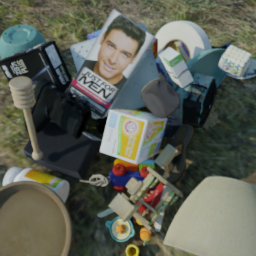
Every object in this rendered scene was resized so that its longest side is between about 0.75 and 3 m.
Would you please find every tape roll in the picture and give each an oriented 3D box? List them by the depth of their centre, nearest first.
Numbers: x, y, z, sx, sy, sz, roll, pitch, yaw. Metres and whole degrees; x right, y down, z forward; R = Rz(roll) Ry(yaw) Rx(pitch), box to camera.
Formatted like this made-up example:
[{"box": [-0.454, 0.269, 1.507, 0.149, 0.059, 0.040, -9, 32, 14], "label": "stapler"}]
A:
[{"box": [1.967, -2.688, 10.717, 0.485, 2.655, 2.655, -19, 54, -37], "label": "tape roll"}]

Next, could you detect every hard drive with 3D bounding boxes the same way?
[{"box": [-2.239, 0.615, 9.255, 2.405, 0.509, 1.622, 19, 73, 21], "label": "hard drive"}]

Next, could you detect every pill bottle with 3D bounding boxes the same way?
[{"box": [-2.782, 1.799, 8.437, 1.782, 0.990, 0.990, 17, 56, 12], "label": "pill bottle"}]

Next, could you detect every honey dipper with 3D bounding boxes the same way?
[{"box": [-2.717, -0.070, 7.721, 0.541, 2.848, 0.541, 4, 42, -3], "label": "honey dipper"}]

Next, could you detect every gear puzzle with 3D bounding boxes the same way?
[{"box": [2.790, -0.649, 10.236, 0.708, 0.179, 1.368, -27, 96, -8], "label": "gear puzzle"}]

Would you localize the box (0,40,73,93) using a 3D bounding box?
[{"box": [-2.812, -1.521, 9.070, 1.715, 2.095, 0.902, -9, 28, 23], "label": "box"}]

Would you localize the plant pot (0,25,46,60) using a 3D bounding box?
[{"box": [-4.247, -3.154, 11.614, 2.165, 1.738, 2.165, 0, 53, 0], "label": "plant pot"}]

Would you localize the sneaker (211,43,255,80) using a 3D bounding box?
[{"box": [4.317, -2.876, 11.757, 2.753, 1.173, 1.061, 13, 55, 8], "label": "sneaker"}]

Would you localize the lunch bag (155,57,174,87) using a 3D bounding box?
[{"box": [1.447, -2.005, 9.905, 0.591, 1.563, 1.253, -33, 98, 18], "label": "lunch bag"}]

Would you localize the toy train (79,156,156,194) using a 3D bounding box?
[{"box": [-0.265, 1.217, 8.960, 2.345, 0.993, 1.357, 4, 43, 3], "label": "toy train"}]

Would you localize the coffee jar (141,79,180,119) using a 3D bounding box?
[{"box": [0.868, -0.827, 7.851, 0.839, 1.966, 1.025, -40, 94, 6], "label": "coffee jar"}]

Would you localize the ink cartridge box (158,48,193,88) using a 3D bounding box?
[{"box": [1.340, -1.676, 7.819, 0.408, 0.967, 0.706, -35, 33, 2], "label": "ink cartridge box"}]

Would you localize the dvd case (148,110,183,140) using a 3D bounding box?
[{"box": [1.411, -0.401, 10.384, 1.455, 0.156, 1.957, 7, 53, 20], "label": "dvd case"}]

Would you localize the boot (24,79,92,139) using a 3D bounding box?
[{"box": [-2.118, -0.275, 8.443, 1.749, 2.134, 0.790, 33, 34, 8], "label": "boot"}]

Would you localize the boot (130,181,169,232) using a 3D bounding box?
[{"box": [0.555, 2.096, 8.480, 1.254, 0.630, 1.739, 14, 59, 11], "label": "boot"}]

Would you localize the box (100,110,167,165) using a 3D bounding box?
[{"box": [0.240, 0.164, 8.093, 1.102, 2.175, 1.223, 17, 100, 19], "label": "box"}]

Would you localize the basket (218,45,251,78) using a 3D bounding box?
[{"box": [3.138, -1.914, 8.320, 0.940, 1.066, 0.742, 32, 91, 20], "label": "basket"}]

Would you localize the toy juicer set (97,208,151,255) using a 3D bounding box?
[{"box": [-0.061, 2.695, 7.858, 1.037, 0.444, 1.630, -45, 68, -1], "label": "toy juicer set"}]

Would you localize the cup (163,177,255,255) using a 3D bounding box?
[{"box": [2.223, 2.151, 6.391, 2.457, 2.457, 1.757, 15, 69, 11], "label": "cup"}]

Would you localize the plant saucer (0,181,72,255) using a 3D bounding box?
[{"box": [-2.798, 2.831, 7.475, 2.802, 0.413, 2.802, -2, 77, 8], "label": "plant saucer"}]

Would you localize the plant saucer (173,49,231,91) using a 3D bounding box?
[{"box": [2.366, -1.696, 9.436, 2.481, 2.481, 0.446, -27, 59, -18], "label": "plant saucer"}]

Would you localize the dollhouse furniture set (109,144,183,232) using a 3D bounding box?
[{"box": [0.784, 1.480, 6.970, 1.148, 1.826, 2.065, 38, 88, 16], "label": "dollhouse furniture set"}]

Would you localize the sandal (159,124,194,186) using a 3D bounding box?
[{"box": [1.408, 0.723, 8.577, 0.910, 0.608, 2.227, -7, 50, 53], "label": "sandal"}]

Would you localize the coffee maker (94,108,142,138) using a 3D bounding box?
[{"box": [-0.303, -0.103, 9.940, 1.534, 1.033, 1.474, 7, 71, 7], "label": "coffee maker"}]

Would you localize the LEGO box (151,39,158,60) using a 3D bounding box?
[{"box": [0.073, -2.003, 10.302, 0.950, 1.834, 2.462, 30, 75, 16], "label": "LEGO box"}]

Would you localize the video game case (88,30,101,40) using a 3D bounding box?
[{"box": [-0.591, -3.976, 13.005, 1.826, 0.458, 2.015, -27, 58, -19], "label": "video game case"}]

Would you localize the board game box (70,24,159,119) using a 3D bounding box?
[{"box": [-0.319, -1.736, 8.949, 2.449, 2.450, 0.317, -14, 13, 10], "label": "board game box"}]

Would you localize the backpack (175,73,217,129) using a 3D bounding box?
[{"box": [2.221, -0.978, 9.191, 1.234, 1.415, 1.610, 24, 65, 28], "label": "backpack"}]

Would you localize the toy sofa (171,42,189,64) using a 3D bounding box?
[{"box": [2.608, -2.733, 11.832, 1.040, 0.883, 2.131, -13, 55, -9], "label": "toy sofa"}]

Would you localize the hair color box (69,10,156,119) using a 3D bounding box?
[{"box": [-0.518, -1.825, 8.291, 1.375, 2.777, 0.842, 34, 17, 0], "label": "hair color box"}]
